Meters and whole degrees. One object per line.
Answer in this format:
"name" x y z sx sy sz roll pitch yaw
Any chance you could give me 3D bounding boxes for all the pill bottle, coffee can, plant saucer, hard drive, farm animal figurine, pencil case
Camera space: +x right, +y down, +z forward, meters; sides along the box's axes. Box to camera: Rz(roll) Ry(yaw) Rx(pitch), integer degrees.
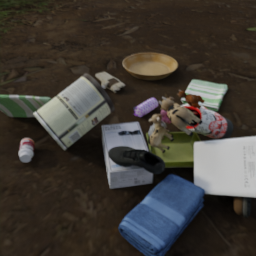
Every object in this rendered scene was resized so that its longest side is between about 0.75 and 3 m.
"pill bottle" -3.534 0.791 9.731 0.480 0.480 0.849 -7 37 -9
"coffee can" -1.885 -0.566 9.904 2.300 1.683 1.683 -40 48 -12
"plant saucer" 1.178 -3.292 15.254 2.961 0.524 2.961 0 36 0
"hard drive" 2.796 1.061 7.555 0.302 1.516 2.298 10 -13 -38
"plant saucer" 1.626 0.795 9.583 1.883 0.451 1.886 -1 28 -3
"farm animal figurine" 1.227 -0.298 8.854 1.097 2.182 1.762 32 49 -17
"pencil case" 0.771 -0.861 12.013 1.187 0.507 0.498 -31 78 -35

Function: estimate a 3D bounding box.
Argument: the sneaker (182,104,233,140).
"sneaker" 2.199 -0.458 10.107 1.591 0.991 2.969 16 10 -29

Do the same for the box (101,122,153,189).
"box" -0.103 0.828 9.463 1.422 0.733 2.438 -5 36 -7

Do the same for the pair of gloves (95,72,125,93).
"pair of gloves" -1.385 -2.037 13.683 2.168 0.380 1.844 -28 46 -33

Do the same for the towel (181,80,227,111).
"towel" 3.593 -1.609 13.182 1.789 0.274 2.345 15 39 20

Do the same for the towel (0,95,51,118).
"towel" -3.956 -0.783 10.968 2.463 1.879 0.288 4 71 6

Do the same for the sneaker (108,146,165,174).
"sneaker" 0.244 0.831 8.105 1.720 0.781 0.653 10 70 8

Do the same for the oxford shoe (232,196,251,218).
"oxford shoe" 3.022 1.597 8.420 1.119 0.963 2.651 -9 31 12

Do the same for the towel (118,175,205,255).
"towel" 0.969 2.303 7.586 1.362 0.592 2.439 26 45 32
